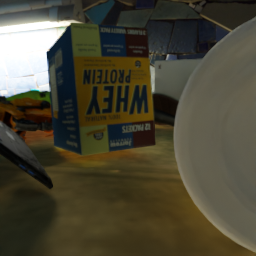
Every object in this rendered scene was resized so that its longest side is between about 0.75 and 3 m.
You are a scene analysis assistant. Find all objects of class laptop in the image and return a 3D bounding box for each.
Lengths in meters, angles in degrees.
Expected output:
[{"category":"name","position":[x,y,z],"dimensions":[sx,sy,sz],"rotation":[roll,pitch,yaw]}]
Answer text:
[{"category":"laptop","position":[-1.982,0.104,2.790],"dimensions":[1.958,1.011,1.735],"rotation":[47,-12,-31]}]

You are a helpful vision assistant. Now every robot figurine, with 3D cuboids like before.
[{"category":"robot figurine","position":[-2.047,-0.199,5.849],"dimensions":[1.557,0.625,2.148],"rotation":[22,14,18]}]

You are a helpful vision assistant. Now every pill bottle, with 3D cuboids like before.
[{"category":"pill bottle","position":[1.256,-0.111,2.489],"dimensions":[1.386,1.386,2.490],"rotation":[2,10,17]}]

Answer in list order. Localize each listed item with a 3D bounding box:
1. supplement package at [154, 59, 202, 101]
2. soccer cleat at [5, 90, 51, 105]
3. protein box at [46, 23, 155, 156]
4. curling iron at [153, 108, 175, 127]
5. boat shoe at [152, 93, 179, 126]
[{"category":"supplement package","position":[2.260,-1.292,9.948],"dimensions":[1.995,1.981,2.629],"rotation":[4,7,24]},{"category":"soccer cleat","position":[-3.021,-0.753,8.919],"dimensions":[1.161,0.967,2.865],"rotation":[-2,0,-4]},{"category":"protein box","position":[-0.521,-0.531,4.430],"dimensions":[1.126,1.669,1.657],"rotation":[-6,3,-27]},{"category":"curling iron","position":[0.365,-0.320,6.583],"dimensions":[2.880,0.368,0.714],"rotation":[17,26,-16]},{"category":"boat shoe","position":[0.673,-0.621,8.149],"dimensions":[2.373,0.876,0.878],"rotation":[13,14,31]}]
